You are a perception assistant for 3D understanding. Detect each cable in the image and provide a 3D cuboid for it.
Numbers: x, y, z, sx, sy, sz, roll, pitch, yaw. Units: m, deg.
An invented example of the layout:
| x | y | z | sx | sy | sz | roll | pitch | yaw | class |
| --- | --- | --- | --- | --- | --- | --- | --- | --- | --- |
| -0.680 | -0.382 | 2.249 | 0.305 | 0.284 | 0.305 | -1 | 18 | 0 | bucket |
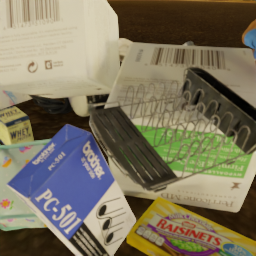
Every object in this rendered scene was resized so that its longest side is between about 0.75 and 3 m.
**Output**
| x | y | z | sx | sy | sz | roll | pitch | yaw | class |
| --- | --- | --- | --- | --- | --- | --- | --- | --- | --- |
| -2.935 | -1.396 | 9.805 | 0.582 | 2.293 | 1.871 | -36 | 32 | 30 | cable |

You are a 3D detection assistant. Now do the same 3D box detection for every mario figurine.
| x | y | z | sx | sy | sz | roll | pitch | yaw | class |
| --- | --- | --- | --- | --- | --- | --- | --- | --- | --- |
| 3.379 | -1.468 | 5.646 | 1.577 | 1.354 | 2.554 | 9 | 37 | -10 | mario figurine |

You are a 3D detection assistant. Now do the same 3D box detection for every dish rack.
| x | y | z | sx | sy | sz | roll | pitch | yaw | class |
| --- | --- | --- | --- | --- | --- | --- | --- | --- | --- |
| 0.661 | -0.087 | 3.811 | 2.215 | 0.604 | 1.699 | -13 | 45 | -30 | dish rack |

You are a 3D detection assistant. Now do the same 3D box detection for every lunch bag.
| x | y | z | sx | sy | sz | roll | pitch | yaw | class |
| --- | --- | --- | --- | --- | --- | --- | --- | --- | --- |
| -1.582 | 1.097 | 5.482 | 1.860 | 1.134 | 1.584 | -5 | 60 | -1 | lunch bag |

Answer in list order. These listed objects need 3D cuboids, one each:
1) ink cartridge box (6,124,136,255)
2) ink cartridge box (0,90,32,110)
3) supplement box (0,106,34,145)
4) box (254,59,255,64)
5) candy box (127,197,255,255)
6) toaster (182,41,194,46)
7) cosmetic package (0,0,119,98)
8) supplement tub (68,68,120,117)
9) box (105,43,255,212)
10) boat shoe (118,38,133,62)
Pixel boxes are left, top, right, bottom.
| x | y | z | sx | sy | sz | roll | pitch | yaw | class |
| --- | --- | --- | --- | --- | --- | --- | --- | --- | --- |
| -0.657 | 1.186 | 4.247 | 0.525 | 2.374 | 1.116 | 18 | 54 | 35 | ink cartridge box |
| -5.098 | -1.566 | 10.424 | 2.141 | 1.242 | 2.900 | 24 | 36 | 36 | ink cartridge box |
| -3.228 | 0.038 | 7.919 | 0.645 | 0.960 | 0.961 | -26 | 38 | -36 | supplement box |
| 5.553 | -1.769 | 9.686 | 2.393 | 0.897 | 1.198 | 19 | 16 | -14 | box |
| 1.241 | 2.104 | 4.985 | 2.321 | 0.306 | 1.186 | 18 | 34 | 30 | candy box |
| 1.741 | -1.888 | 8.930 | 1.394 | 1.227 | 2.159 | -33 | 13 | 21 | toaster |
| -1.607 | -2.023 | 6.926 | 2.262 | 2.264 | 2.744 | -3 | 0 | 13 | cosmetic package |
| -0.852 | -1.338 | 9.890 | 2.286 | 1.400 | 1.400 | -21 | 36 | -34 | supplement tub |
| 1.202 | -0.148 | 6.335 | 2.876 | 2.476 | 2.890 | 6 | 43 | 10 | box |
| 0.606 | -2.593 | 11.217 | 2.760 | 0.977 | 0.957 | 24 | 68 | 9 | boat shoe |
